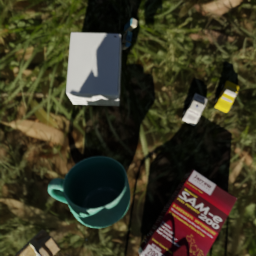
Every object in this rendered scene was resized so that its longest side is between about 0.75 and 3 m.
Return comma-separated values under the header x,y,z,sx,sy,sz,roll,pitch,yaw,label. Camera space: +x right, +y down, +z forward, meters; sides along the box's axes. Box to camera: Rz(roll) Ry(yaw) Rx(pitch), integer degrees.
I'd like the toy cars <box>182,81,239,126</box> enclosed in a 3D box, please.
x,y,z,sx,sy,sz,roll,pitch,yaw,label
2.851,-0.895,9.500,2.305,0.510,1.033,-22,78,-5,toy cars

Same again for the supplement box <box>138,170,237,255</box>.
x,y,z,sx,sy,sz,roll,pitch,yaw,label
1.761,2.917,8.371,1.599,0.895,2.938,33,75,8,supplement box

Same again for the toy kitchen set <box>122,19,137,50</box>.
x,y,z,sx,sy,sz,roll,pitch,yaw,label
-0.215,-3.378,9.870,0.791,0.582,0.987,14,75,-26,toy kitchen set

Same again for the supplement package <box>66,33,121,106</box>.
x,y,z,sx,sy,sz,roll,pitch,yaw,label
-1.082,-1.928,9.388,1.650,1.174,2.118,2,77,0,supplement package

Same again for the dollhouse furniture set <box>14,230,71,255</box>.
x,y,z,sx,sy,sz,roll,pitch,yaw,label
-1.291,3.788,5.606,1.628,2.298,2.501,-41,119,-30,dollhouse furniture set

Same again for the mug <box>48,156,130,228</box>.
x,y,z,sx,sy,sz,roll,pitch,yaw,label
-0.995,1.896,8.340,2.227,1.377,1.830,25,53,32,mug
